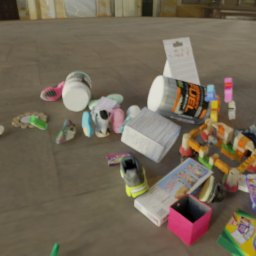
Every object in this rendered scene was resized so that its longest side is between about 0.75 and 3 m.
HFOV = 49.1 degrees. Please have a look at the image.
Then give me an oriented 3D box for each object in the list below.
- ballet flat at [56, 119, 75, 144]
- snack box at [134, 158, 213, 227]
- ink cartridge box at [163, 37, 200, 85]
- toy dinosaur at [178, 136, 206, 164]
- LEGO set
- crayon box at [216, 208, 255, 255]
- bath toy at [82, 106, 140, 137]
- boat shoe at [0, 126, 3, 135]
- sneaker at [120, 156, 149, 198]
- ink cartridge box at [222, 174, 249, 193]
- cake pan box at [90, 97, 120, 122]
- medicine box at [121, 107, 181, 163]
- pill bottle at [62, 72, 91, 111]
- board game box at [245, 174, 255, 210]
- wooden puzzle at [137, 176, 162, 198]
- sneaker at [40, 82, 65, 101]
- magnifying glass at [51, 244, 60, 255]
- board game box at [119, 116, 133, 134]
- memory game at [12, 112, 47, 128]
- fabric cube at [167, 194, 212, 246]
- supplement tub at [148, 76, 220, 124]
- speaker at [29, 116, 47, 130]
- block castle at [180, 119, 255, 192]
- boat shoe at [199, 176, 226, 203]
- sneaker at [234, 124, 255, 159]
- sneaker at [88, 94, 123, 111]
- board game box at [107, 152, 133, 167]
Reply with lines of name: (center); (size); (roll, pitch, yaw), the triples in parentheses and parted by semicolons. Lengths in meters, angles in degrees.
ballet flat: (-2.574, 0.166, 11.938); (0.603, 0.586, 1.696); (17, 28, -8)
snack box: (1.488, 1.881, 8.715); (2.727, 0.331, 0.980); (-29, 46, -35)
ink cartridge box: (2.865, -3.508, 15.867); (2.349, 2.919, 0.731); (-20, 6, -38)
toy dinosaur: (2.400, 0.773, 10.462); (0.953, 0.717, 1.404); (9, 73, 24)
LEGO set: (3.638, -0.831, 11.049); (0.994, 2.605, 1.069); (0, 71, 25)
crayon box: (3.024, 2.787, 7.164); (1.054, 0.356, 1.221); (30, 40, 28)
bath toy: (-0.527, -0.240, 11.984); (2.732, 1.188, 1.010); (-10, 30, -25)
boat shoe: (-5.833, 0.257, 11.907); (0.396, 0.416, 1.156); (13, 41, 20)
sneaker: (0.136, 1.303, 9.099); (0.837, 0.917, 2.265); (-17, 18, -6)
ink cartridge box: (3.617, 1.771, 9.327); (0.874, 0.210, 0.636); (15, 33, 22)
cake pan box: (-1.100, -0.781, 12.866); (1.301, 0.340, 1.198); (24, 77, 49)
medicine box: (0.887, 0.233, 10.796); (1.709, 0.879, 1.556); (31, 44, 15)
pill bottle: (-2.676, -1.922, 14.705); (1.427, 1.427, 2.523); (-3, 29, -5)
board game box: (4.414, 1.880, 8.349); (1.501, 0.336, 1.009); (-5, 53, 8)
wooden puzzle: (0.890, 1.969, 9.017); (1.404, 0.164, 0.947); (-7, 35, -12)
sneaker: (-4.207, -1.987, 15.765); (0.937, 0.776, 1.964); (-5, 19, 40)
magnifying glass: (-1.797, 3.256, 6.459); (0.129, 0.458, 1.152); (24, 39, -11)
board game box: (0.042, -0.038, 11.668); (0.586, 0.776, 0.182); (35, -4, -37)
memory game: (-4.663, -0.378, 13.296); (1.596, 0.102, 1.596); (0, 28, 0)
fabric cube: (1.624, 2.430, 7.492); (0.807, 0.820, 0.823); (-23, 37, -34)
supplement tub: (2.507, -1.184, 12.613); (2.903, 1.779, 1.779); (11, 26, -15)
speaker: (-3.824, -0.207, 11.949); (0.365, 0.825, 0.365); (-9, 65, 21)
block castle: (3.040, 0.877, 9.353); (1.570, 1.102, 2.350); (-32, 49, -22)
boat shoe: (2.495, 1.802, 8.058); (0.656, 0.741, 2.023); (29, 8, 18)
sneaker: (4.652, -0.055, 9.780); (1.652, 2.903, 1.096); (6, 15, 15)
sneaker: (-1.052, -1.137, 14.058); (1.809, 0.666, 1.067); (-16, 26, -8)
board game box: (-0.276, 1.171, 10.474); (0.982, 0.159, 0.589); (-6, 25, -10)
